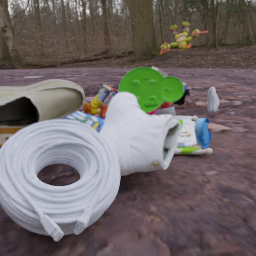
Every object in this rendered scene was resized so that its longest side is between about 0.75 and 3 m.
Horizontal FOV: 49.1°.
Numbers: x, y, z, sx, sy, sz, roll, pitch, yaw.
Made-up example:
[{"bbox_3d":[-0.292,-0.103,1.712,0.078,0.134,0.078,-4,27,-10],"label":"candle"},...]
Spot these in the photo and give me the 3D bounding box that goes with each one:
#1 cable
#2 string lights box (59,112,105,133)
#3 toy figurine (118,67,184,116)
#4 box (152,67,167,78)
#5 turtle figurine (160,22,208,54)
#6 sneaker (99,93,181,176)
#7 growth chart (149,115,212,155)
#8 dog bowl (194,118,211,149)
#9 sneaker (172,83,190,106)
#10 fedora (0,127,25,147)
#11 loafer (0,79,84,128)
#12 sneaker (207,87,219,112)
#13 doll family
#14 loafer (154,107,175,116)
[{"bbox_3d":[-0.933,0.617,3.876,1.661,0.575,1.661,32,45,16],"label":"cable"},{"bbox_3d":[-1.245,-0.012,6.733,1.746,0.515,0.897,18,20,0],"label":"string lights box"},{"bbox_3d":[0.784,-0.907,8.748,1.870,1.404,1.721,-2,-13,10],"label":"toy figurine"},{"bbox_3d":[1.243,-2.270,12.134,0.474,0.570,1.386,28,14,-12],"label":"box"},{"bbox_3d":[2.041,-3.310,10.280,1.804,0.581,1.455,-22,43,28],"label":"turtle figurine"},{"bbox_3d":[0.310,0.010,5.554,1.504,0.959,2.603,-8,33,16],"label":"sneaker"},{"bbox_3d":[1.129,0.132,7.311,1.721,0.211,2.378,-2,23,7],"label":"growth chart"},{"bbox_3d":[1.641,0.109,6.191,0.189,0.761,0.424,14,51,36],"label":"dog bowl"},{"bbox_3d":[1.972,-1.193,11.798,1.463,0.728,0.509,-39,-15,33],"label":"sneaker"},{"bbox_3d":[-2.911,-0.034,7.397,1.765,0.720,1.765,-2,13,0],"label":"fedora"},{"bbox_3d":[-1.808,-0.385,5.510,2.343,0.886,0.800,-14,42,-38],"label":"loafer"},{"bbox_3d":[3.133,-1.033,10.243,0.375,0.932,0.356,-2,8,-5],"label":"sneaker"},{"bbox_3d":[-0.983,-0.779,9.196,0.969,1.334,2.149,33,10,-10],"label":"doll family"},{"bbox_3d":[1.108,-0.542,9.838,1.091,0.381,0.381,-3,-10,15],"label":"loafer"}]
